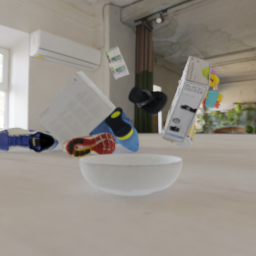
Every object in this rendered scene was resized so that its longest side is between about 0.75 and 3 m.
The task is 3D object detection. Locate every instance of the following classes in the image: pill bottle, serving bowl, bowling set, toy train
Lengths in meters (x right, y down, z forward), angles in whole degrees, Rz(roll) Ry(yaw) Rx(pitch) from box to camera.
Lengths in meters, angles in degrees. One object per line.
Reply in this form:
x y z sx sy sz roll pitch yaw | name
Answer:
2.551 0.119 12.419 0.816 1.427 0.816 16 -37 13 | pill bottle
0.033 0.633 3.816 1.389 0.457 1.389 1 0 0 | serving bowl
1.430 -0.024 9.105 0.473 0.882 0.614 23 26 -23 | bowling set
2.465 -1.249 9.260 1.264 1.683 0.468 -24 -17 33 | toy train

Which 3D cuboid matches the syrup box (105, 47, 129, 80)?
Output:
-0.404 -2.269 9.757 0.506 0.524 1.286 -22 40 3 | syrup box

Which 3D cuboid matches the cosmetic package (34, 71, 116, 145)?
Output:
-1.835 -0.533 9.678 2.291 1.727 0.592 -41 7 18 | cosmetic package

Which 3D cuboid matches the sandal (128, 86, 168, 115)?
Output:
0.639 -1.154 11.298 0.540 0.960 2.523 23 0 -34 | sandal

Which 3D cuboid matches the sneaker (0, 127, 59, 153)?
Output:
-3.657 0.418 10.175 2.269 0.917 1.311 2 -3 -16 | sneaker

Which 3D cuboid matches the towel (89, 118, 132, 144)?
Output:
-0.765 0.196 12.452 2.067 1.154 0.502 -6 9 -31 | towel

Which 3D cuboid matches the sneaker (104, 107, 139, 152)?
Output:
-0.212 0.068 10.371 0.825 0.981 2.503 -33 32 1 | sneaker

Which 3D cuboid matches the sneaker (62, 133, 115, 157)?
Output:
-1.182 0.501 8.693 1.848 0.719 0.759 2 -1 -38 | sneaker

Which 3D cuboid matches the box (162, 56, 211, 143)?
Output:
1.477 -0.675 7.150 0.582 1.937 1.130 17 44 4 | box
